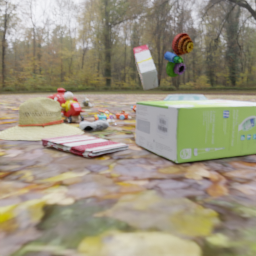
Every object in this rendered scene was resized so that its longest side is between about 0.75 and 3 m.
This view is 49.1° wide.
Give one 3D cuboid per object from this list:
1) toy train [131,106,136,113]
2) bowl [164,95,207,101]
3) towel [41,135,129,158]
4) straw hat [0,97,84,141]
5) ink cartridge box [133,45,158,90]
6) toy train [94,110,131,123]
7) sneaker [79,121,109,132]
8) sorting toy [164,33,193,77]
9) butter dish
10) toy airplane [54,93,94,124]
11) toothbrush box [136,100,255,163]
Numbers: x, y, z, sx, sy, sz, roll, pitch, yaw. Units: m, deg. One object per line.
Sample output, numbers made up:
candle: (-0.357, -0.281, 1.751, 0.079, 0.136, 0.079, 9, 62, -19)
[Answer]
toy train: (0.956, -1.107, 16.845, 1.531, 0.426, 1.150, 6, 26, 4)
bowl: (2.264, -0.688, 11.124, 2.382, 1.246, 2.382, -1, 8, 0)
towel: (-1.115, 0.437, 7.158, 1.891, 0.215, 1.362, 9, 10, 38)
straw hat: (-2.921, -0.399, 9.307, 2.871, 1.215, 2.871, 0, 8, 0)
ink cartridge box: (0.847, -2.920, 13.620, 0.734, 1.760, 1.277, -15, -34, 2)
toy train: (-0.760, -0.605, 12.969, 1.397, 0.517, 1.860, 4, 9, 24)
sneaker: (-1.169, 0.007, 9.771, 1.030, 0.385, 0.422, -5, 28, -12)
sorting toy: (1.680, -2.237, 8.955, 0.887, 1.476, 0.606, -16, 37, -33)
butter dish: (-3.596, -1.396, 15.104, 1.952, 1.443, 1.947, 6, 11, 32)
toy airplane: (-2.619, -0.931, 12.482, 1.830, 1.297, 1.838, -1, 10, 16)
toothbrush box: (1.855, -0.055, 6.996, 2.818, 1.213, 2.052, -2, 9, -22)
